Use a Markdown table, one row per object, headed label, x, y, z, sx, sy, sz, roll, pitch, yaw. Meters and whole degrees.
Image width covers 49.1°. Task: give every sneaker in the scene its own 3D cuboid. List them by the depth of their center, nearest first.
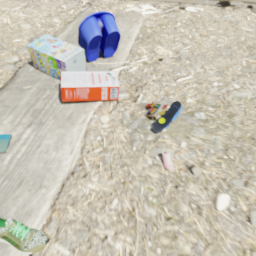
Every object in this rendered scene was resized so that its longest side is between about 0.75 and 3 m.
| label | x | y | z | sx | sy | sz | roll | pitch | yaw |
| --- | --- | --- | --- | --- | --- | --- | --- | --- | --- |
| sneaker | -2.981 | 2.740 | 7.401 | 1.849 | 0.819 | 0.711 | 11 | 43 | 12 |
| sneaker | 1.337 | 1.094 | 9.596 | 0.285 | 0.395 | 0.756 | -10 | 43 | -14 |
| sneaker | 1.589 | -0.330 | 11.134 | 0.535 | 0.637 | 1.625 | 35 | 74 | 25 |

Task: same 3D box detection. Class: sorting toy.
| label | x | y | z | sx | sy | sz | roll | pitch | yaw |
| --- | --- | --- | --- | --- | --- | --- | --- | --- | --- |
| sorting toy | 1.039 | -0.764 | 11.375 | 0.648 | 0.227 | 1.344 | -55 | 29 | -16 |

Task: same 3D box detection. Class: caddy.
| label | x | y | z | sx | sy | sz | roll | pitch | yaw |
| --- | --- | --- | --- | --- | --- | --- | --- | --- | --- |
| caddy | -1.544 | -4.749 | 14.476 | 1.986 | 2.809 | 1.474 | -20 | 75 | -19 |

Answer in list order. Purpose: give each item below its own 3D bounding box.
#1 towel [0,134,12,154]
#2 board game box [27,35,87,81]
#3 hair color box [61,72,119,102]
| label | x | y | z | sx | sy | sz | roll | pitch | yaw |
| --- | --- | --- | --- | --- | --- | --- | --- | --- | --- |
| towel | -5.065 | 0.613 | 10.336 | 1.356 | 0.147 | 0.994 | -4 | 41 | -2 |
| board game box | -3.491 | -3.415 | 13.878 | 2.579 | 1.328 | 1.353 | 28 | 53 | 25 |
| hair color box | -1.703 | -1.866 | 12.484 | 2.478 | 0.792 | 1.374 | -3 | 40 | -10 |
